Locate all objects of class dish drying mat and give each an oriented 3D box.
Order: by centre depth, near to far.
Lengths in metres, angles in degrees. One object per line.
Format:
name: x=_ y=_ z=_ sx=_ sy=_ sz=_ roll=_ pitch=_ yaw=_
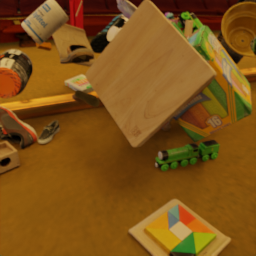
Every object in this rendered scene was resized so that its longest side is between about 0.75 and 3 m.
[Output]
dish drying mat: x=-2.448 y=-4.698 z=13.656 sx=0.271 sy=2.982 sz=1.145 roll=4 pitch=18 yaw=13

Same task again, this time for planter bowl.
planter bowl: x=3.497 y=-2.722 z=8.259 sx=1.734 sy=1.734 sz=0.722 roll=0 pitch=-12 yaw=0

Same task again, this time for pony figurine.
pony figurine: x=0.460 y=-3.730 z=11.419 sx=2.708 sy=2.806 sz=2.336 roll=29 pitch=8 yaw=3

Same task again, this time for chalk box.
chalk box: x=1.714 y=-1.388 z=7.406 sx=1.742 sy=2.800 sz=1.733 roll=-34 pitch=17 yaw=36

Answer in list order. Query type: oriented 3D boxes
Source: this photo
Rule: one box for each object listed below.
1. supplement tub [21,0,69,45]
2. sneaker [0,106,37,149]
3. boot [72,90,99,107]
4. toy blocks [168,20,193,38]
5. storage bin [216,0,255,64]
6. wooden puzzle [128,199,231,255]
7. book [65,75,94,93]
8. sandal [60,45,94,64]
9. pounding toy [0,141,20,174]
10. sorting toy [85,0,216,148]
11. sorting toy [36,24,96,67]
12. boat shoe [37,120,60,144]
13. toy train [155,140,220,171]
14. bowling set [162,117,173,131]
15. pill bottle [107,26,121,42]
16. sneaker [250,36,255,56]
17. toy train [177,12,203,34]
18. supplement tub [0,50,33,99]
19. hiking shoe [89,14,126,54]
supplement tub: x=-2.548 y=-3.248 z=8.599 sx=1.244 sy=0.821 sz=0.821 roll=-42 pitch=36 yaw=1
sneaker: x=-4.241 y=-0.026 z=9.755 sx=2.118 sy=0.816 sz=0.867 roll=30 pitch=48 yaw=9
boot: x=-1.383 y=-0.929 z=9.069 sx=0.874 sy=0.330 sz=0.998 roll=30 pitch=-8 yaw=-12
toy blocks: x=0.960 y=-2.594 z=8.653 sx=1.673 sy=1.408 sz=1.563 roll=20 pitch=29 yaw=37
storage bin: x=4.302 y=-3.766 z=10.884 sx=1.044 sy=2.227 sz=1.505 roll=27 pitch=23 yaw=-1
wooden puzzle: x=1.131 y=2.365 z=6.258 sx=1.610 sy=0.324 sz=1.740 roll=-23 pitch=36 yaw=-35
book: x=-2.438 y=-2.281 z=14.920 sx=1.165 sy=0.419 sz=1.744 roll=-26 pitch=39 yaw=-34
sandal: x=-1.616 y=-2.374 z=8.865 sx=0.886 sy=0.596 sz=2.207 roll=-9 pitch=9 yaw=-22
pounding toy: x=-3.982 y=1.090 z=8.320 sx=1.344 sy=0.615 sz=1.181 roll=-24 pitch=37 yaw=-37
sorting toy: x=0.473 y=-1.170 z=6.436 sx=0.812 sy=2.335 sz=2.321 roll=-1 pitch=51 yaw=-56
sorting toy: x=-2.650 y=-3.508 z=11.588 sx=2.719 sy=0.364 sz=2.026 roll=1 pitch=61 yaw=-45
boat shoe: x=-2.944 y=0.117 z=10.294 sx=0.469 sy=0.462 sz=1.302 roll=6 pitch=29 yaw=10
toy train: x=1.887 y=0.826 z=8.799 sx=2.242 sy=0.632 sz=0.468 roll=-10 pitch=30 yaw=-18
bowling set: x=1.454 y=-0.438 z=10.892 sx=1.662 sy=1.282 sz=2.389 roll=22 pitch=29 yaw=2
pill bottle: x=-0.107 y=-3.955 z=12.673 sx=1.638 sy=0.910 sz=0.910 roll=12 pitch=17 yaw=-38
sneaker: x=3.214 y=-2.123 z=7.070 sx=0.311 sy=0.798 sz=0.340 roll=-34 pitch=70 yaw=8
toy train: x=2.859 y=-3.219 z=10.498 sx=0.836 sy=0.619 sz=2.965 roll=-21 pitch=71 yaw=-22
supplement tub: x=-3.504 y=-1.604 z=8.331 sx=1.087 sy=1.087 sz=1.774 roll=-4 pitch=29 yaw=-8
hiking shoe: x=-0.757 y=-4.569 z=13.592 sx=2.627 sy=0.977 sz=1.139 roll=-30 pitch=30 yaw=18
